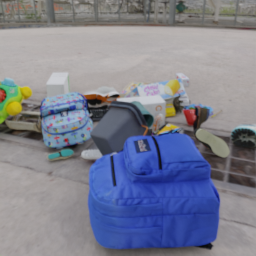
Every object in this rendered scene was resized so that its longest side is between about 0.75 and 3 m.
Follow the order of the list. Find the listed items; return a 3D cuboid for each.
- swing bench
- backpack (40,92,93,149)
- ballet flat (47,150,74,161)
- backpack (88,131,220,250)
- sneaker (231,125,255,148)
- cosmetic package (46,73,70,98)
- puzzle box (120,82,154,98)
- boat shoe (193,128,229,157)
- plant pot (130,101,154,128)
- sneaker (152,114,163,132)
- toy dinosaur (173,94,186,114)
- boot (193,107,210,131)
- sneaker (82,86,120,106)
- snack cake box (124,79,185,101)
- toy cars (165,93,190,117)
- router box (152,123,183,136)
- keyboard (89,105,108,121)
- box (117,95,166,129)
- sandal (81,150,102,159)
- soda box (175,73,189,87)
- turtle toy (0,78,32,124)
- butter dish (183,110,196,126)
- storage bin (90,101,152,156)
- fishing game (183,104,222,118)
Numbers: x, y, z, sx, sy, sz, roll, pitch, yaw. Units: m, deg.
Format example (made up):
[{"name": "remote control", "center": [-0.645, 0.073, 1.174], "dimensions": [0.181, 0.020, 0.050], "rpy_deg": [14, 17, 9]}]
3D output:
[{"name": "swing bench", "center": [-4.209, -0.403, 12.041], "dimensions": [1.381, 0.901, 1.389], "rpy_deg": [7, 50, 12]}, {"name": "backpack", "center": [-2.408, -0.249, 10.862], "dimensions": [2.085, 1.536, 2.284], "rpy_deg": [-11, 28, -6]}, {"name": "ballet flat", "center": [-2.408, 0.986, 9.957], "dimensions": [0.944, 0.328, 0.328], "rpy_deg": [-8, 27, -20]}, {"name": "backpack", "center": [0.433, 1.421, 6.814], "dimensions": [2.865, 2.404, 2.328], "rpy_deg": [-6, 19, -3]}, {"name": "sneaker", "center": [5.337, 0.262, 10.687], "dimensions": [2.582, 1.002, 1.114], "rpy_deg": [12, 26, 23]}, {"name": "cosmetic package", "center": [-3.795, -2.159, 15.309], "dimensions": [0.957, 1.213, 2.255], "rpy_deg": [-1, 28, -6]}, {"name": "puzzle box", "center": [0.591, -2.192, 16.393], "dimensions": [1.586, 0.303, 2.384], "rpy_deg": [6, 27, 14]}, {"name": "boat shoe", "center": [3.026, 0.514, 10.145], "dimensions": [1.491, 0.545, 0.467], "rpy_deg": [35, 4, -7]}, {"name": "plant pot", "center": [0.365, -0.473, 10.660], "dimensions": [0.969, 0.969, 0.949], "rpy_deg": [-11, 47, -20]}, {"name": "sneaker", "center": [1.218, -0.204, 11.758], "dimensions": [0.340, 0.868, 0.335], "rpy_deg": [22, 24, 3]}, {"name": "toy dinosaur", "center": [2.377, -1.119, 13.465], "dimensions": [0.519, 1.348, 0.690], "rpy_deg": [-46, 45, -12]}, {"name": "boot", "center": [2.973, -0.244, 11.290], "dimensions": [0.575, 1.187, 0.443], "rpy_deg": [-2, 18, -11]}, {"name": "sneaker", "center": [-1.510, -1.759, 14.749], "dimensions": [2.068, 0.783, 0.951], "rpy_deg": [-4, 45, -30]}, {"name": "snack cake box", "center": [1.303, -1.607, 13.804], "dimensions": [2.615, 0.878, 1.504], "rpy_deg": [-15, -4, -28]}, {"name": "toy cars", "center": [2.377, -1.309, 14.119], "dimensions": [1.173, 0.579, 2.617], "rpy_deg": [17, 35, 36]}, {"name": "router box", "center": [1.629, 0.230, 11.497], "dimensions": [0.854, 0.292, 1.145], "rpy_deg": [18, 32, 32]}, {"name": "keyboard", "center": [-1.672, -0.742, 13.531], "dimensions": [2.569, 0.265, 1.633], "rpy_deg": [-3, 26, -8]}, {"name": "box", "center": [0.547, -0.636, 12.165], "dimensions": [1.951, 1.214, 0.951], "rpy_deg": [-5, 27, -10]}, {"name": "sandal", "center": [-0.905, 1.028, 9.802], "dimensions": [1.437, 0.353, 0.585], "rpy_deg": [7, 28, 1]}, {"name": "soda box", "center": [3.466, -3.108, 18.050], "dimensions": [0.450, 0.482, 1.414], "rpy_deg": [-4, 27, -9]}, {"name": "turtle toy", "center": [-5.436, -1.043, 11.622], "dimensions": [2.016, 1.398, 2.766], "rpy_deg": [-17, 37, 28]}, {"name": "butter dish", "center": [2.866, -0.533, 12.307], "dimensions": [0.751, 0.753, 0.556], "rpy_deg": [-4, -18, -45]}, {"name": "storage bin", "center": [-0.132, 0.418, 8.824], "dimensions": [1.511, 2.077, 1.395], "rpy_deg": [11, 49, 43]}, {"name": "fishing game", "center": [3.470, -0.974, 13.921], "dimensions": [1.496, 0.325, 2.089], "rpy_deg": [-23, 32, -37]}]
